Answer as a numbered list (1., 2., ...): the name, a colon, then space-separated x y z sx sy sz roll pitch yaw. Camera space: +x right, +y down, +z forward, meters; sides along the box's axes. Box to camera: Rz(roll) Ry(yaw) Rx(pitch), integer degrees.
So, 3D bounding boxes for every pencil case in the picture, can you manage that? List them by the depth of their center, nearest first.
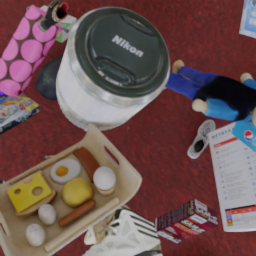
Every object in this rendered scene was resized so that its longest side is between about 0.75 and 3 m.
1. pencil case: -2.543 -1.884 7.127 1.009 1.042 2.224 36 99 -12

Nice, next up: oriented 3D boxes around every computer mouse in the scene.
1. computer mouse: -1.844 -2.040 9.378 2.899 0.764 2.007 -32 83 -5

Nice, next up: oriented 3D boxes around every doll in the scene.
1. doll: 1.992 -0.782 6.128 2.010 0.714 2.946 -24 39 -28

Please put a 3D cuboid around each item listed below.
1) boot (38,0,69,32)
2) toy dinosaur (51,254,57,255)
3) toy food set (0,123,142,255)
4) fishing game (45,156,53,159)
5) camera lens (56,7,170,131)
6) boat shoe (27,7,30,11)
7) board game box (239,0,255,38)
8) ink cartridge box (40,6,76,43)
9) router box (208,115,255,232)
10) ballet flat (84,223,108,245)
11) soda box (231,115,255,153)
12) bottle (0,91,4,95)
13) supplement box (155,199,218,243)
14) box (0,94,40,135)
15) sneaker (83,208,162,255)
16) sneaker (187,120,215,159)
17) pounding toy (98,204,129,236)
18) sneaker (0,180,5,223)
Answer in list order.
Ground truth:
1. boot: -1.446 -2.375 5.725 0.313 0.645 0.856 45 57 -33
2. toy dinosaur: -2.236 2.762 5.892 1.473 1.624 0.853 -8 119 8
3. toy food set: -1.327 1.093 5.446 2.645 0.799 1.898 -29 54 -24
4. fishing game: -2.288 1.533 9.091 0.962 0.209 1.344 -2 81 2
5. camera lens: -0.482 -1.199 6.539 2.176 2.720 2.176 6 73 -20
6. boat shoe: -3.427 -3.977 9.941 0.300 0.277 0.812 -15 81 -2
7. board game box: 3.064 -2.484 6.233 1.034 0.224 1.029 12 84 -8
8. ink cartridge box: -2.278 -3.155 8.494 1.143 0.480 0.834 24 48 6
9. router box: 3.422 0.916 6.500 0.718 2.940 2.639 15 62 -34
10. ballet flat: -0.857 3.602 8.388 0.874 0.944 2.677 -10 79 -2
11. soda box: 2.939 0.288 6.033 0.454 0.480 1.414 -7 35 -27
12. bottle: -4.617 -1.846 9.441 1.743 0.569 0.728 38 76 6
13. supplement box: 1.328 2.204 6.541 0.735 1.350 0.411 30 41 -19
14. box: -3.159 -0.426 7.269 0.966 0.267 1.415 32 45 18
15. sneaker: -0.413 2.280 5.506 2.108 0.795 1.213 -5 61 -14
16. sneaker: 2.462 0.371 9.081 0.525 0.576 1.405 28 82 4
17. pounding toy: -0.361 2.213 6.774 0.776 0.552 0.714 30 88 -34
18. sneaker: -2.851 1.709 5.843 0.551 0.637 1.410 -14 38 7
